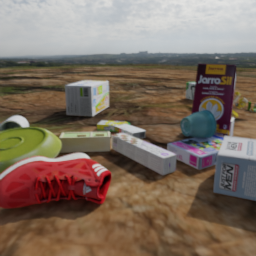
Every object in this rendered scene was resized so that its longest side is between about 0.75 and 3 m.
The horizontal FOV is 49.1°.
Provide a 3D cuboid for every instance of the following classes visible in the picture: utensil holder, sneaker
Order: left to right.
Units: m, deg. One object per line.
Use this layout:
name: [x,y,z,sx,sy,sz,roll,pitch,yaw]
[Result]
utensil holder: [-3.698,0.050,9.124,0.797,0.797,0.938,-2,13,-7]
sneaker: [-1.275,1.060,5.380,1.333,0.904,2.308,13,21,41]

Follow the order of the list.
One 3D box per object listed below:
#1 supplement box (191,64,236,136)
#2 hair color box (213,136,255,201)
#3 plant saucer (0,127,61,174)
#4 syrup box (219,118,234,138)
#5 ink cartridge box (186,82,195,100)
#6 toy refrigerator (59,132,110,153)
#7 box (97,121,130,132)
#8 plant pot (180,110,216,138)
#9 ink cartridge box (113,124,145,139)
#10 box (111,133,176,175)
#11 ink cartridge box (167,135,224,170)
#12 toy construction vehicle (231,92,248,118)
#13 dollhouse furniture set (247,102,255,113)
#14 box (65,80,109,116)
supplement box: [2.776,-0.883,9.116,1.212,2.197,0.941,6,-5,21]
hair color box: [3.380,0.936,5.767,2.925,0.887,1.448,8,17,23]
plant saucer: [-3.044,0.540,7.261,2.545,0.395,2.545,-6,24,3]
syrup box: [2.919,-0.095,9.937,1.528,0.602,0.622,8,18,26]
ink cartridge box: [3.974,-2.134,16.464,0.561,0.990,1.351,-6,16,-19]
toy refrigerator: [-1.271,0.394,8.378,1.465,0.512,0.556,-1,16,-4]
box: [-0.526,-0.061,10.460,1.137,0.275,0.667,2,15,13]
plant pot: [1.954,-0.068,8.003,0.764,0.813,0.813,-8,18,-23]
ink cartridge box: [0.019,0.131,9.695,0.597,0.276,1.096,-10,19,-39]
box: [0.331,0.637,7.619,0.449,0.480,2.319,-11,18,-34]
ink cartridge box: [2.292,0.590,7.910,2.096,0.440,1.251,-8,17,-32]
toy construction vehicle: [4.056,-0.747,10.812,0.995,1.143,0.403,31,23,-29]
dollhouse furniture set: [6.120,-0.989,13.490,0.517,0.396,0.789,3,16,10]
box: [-1.871,-1.475,13.359,1.254,1.392,2.475,4,16,13]
